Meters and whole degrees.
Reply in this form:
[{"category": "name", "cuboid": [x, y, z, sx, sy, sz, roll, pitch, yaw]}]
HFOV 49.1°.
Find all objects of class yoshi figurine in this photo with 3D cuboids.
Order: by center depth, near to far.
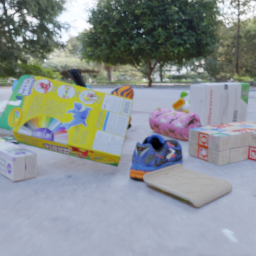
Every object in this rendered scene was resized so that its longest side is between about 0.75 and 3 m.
[{"category": "yoshi figurine", "cuboid": [3.267, -1.172, 15.154, 1.436, 1.442, 2.565, 20, 13, 15]}]

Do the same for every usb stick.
[{"category": "usb stick", "cuboid": [-1.925, -1.494, 12.768, 0.427, 2.617, 0.726, -30, 29, -9]}]

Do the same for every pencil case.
[{"category": "pencil case", "cuboid": [1.696, -0.194, 10.528, 1.000, 0.957, 2.310, -17, 16, -27]}]

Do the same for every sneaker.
[{"category": "sneaker", "cuboid": [0.792, 0.564, 6.822, 0.841, 0.876, 2.233, 7, 13, 26]}, {"category": "sneaker", "cuboid": [-0.293, -0.550, 10.167, 1.581, 1.095, 2.822, 5, 46, 44]}]

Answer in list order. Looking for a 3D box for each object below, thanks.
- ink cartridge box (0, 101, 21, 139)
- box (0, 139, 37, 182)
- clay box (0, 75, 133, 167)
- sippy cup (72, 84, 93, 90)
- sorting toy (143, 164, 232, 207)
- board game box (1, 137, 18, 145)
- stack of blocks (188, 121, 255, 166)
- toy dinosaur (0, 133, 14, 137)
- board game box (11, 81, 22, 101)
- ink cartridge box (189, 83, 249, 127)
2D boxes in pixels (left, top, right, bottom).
[{"category": "ink cartridge box", "cuboid": [-3.614, -0.403, 10.962, 2.637, 1.129, 1.946, -4, 17, -13]}, {"category": "box", "cuboid": [-3.215, 0.663, 7.062, 0.552, 0.591, 2.852, -6, 13, -44]}, {"category": "clay box", "cuboid": [-1.433, -0.213, 6.800, 2.864, 1.646, 0.682, 14, -30, -1]}, {"category": "sippy cup", "cuboid": [-2.201, -1.210, 14.230, 2.420, 1.900, 1.774, -17, 29, -28]}, {"category": "sorting toy", "cuboid": [1.179, 1.138, 5.628, 1.257, 0.248, 1.358, -9, 18, -39]}, {"category": "board game box", "cuboid": [-3.992, 0.445, 9.551, 0.927, 0.109, 0.486, 9, 16, 39]}, {"category": "stack of blocks", "cuboid": [3.218, 0.393, 7.954, 2.662, 0.780, 1.533, -6, 12, -30]}, {"category": "toy dinosaur", "cuboid": [-4.636, 0.214, 9.503, 1.798, 0.543, 0.955, 3, 12, 22]}, {"category": "board game box", "cuboid": [-4.156, -1.237, 13.188, 1.921, 0.506, 2.510, 6, -25, -4]}, {"category": "ink cartridge box", "cuboid": [4.034, -1.036, 12.476, 2.614, 1.909, 1.102, -5, 12, -27]}]
